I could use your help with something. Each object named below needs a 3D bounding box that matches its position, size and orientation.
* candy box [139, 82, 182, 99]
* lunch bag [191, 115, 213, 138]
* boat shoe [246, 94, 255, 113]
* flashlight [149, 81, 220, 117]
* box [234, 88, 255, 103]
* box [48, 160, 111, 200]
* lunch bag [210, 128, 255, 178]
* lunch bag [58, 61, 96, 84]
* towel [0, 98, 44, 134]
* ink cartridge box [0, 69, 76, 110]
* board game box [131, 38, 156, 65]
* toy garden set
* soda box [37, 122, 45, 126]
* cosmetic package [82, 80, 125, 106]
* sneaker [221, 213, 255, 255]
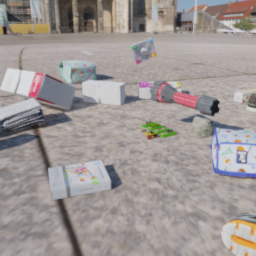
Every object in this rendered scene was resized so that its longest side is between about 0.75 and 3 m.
[{"bbox_3d":[1.709,-2.034,15.106,2.235,0.682,1.524,2,21,4],"label":"candy box"},{"bbox_3d":[2.701,-0.077,10.172,0.545,0.656,0.782,-7,23,-18],"label":"lunch bag"},{"bbox_3d":[6.619,-1.390,13.271,2.745,0.826,0.979,-17,27,-36],"label":"boat shoe"},{"bbox_3d":[1.830,-1.000,9.383,2.331,0.792,0.789,22,45,38],"label":"flashlight"},{"bbox_3d":[6.596,-1.752,14.629,2.602,0.503,0.539,-12,24,-28],"label":"box"},{"bbox_3d":[-1.267,1.302,7.174,1.444,0.297,1.126,-6,22,-16],"label":"box"},{"bbox_3d":[3.045,0.728,7.792,1.338,0.974,1.574,4,35,11],"label":"lunch bag"},{"bbox_3d":[-3.454,-3.872,18.884,1.923,1.377,2.258,-14,31,-30],"label":"lunch bag"},{"bbox_3d":[-4.210,-0.461,10.856,1.742,0.746,1.443,-23,28,-23],"label":"towel"},{"bbox_3d":[-4.158,-1.812,12.951,2.734,1.140,1.986,15,-2,33],"label":"ink cartridge box"},{"bbox_3d":[0.677,-3.207,11.806,0.953,0.953,0.123,-24,50,-2],"label":"board game box"},{"bbox_3d":[0.913,0.022,10.438,1.153,0.276,1.383,-13,25,-30],"label":"toy garden set"},{"bbox_3d":[-3.649,-0.332,11.372,0.283,0.257,0.810,-14,26,-31],"label":"soda box"},{"bbox_3d":[-1.207,-1.767,13.990,2.032,1.033,0.752,7,22,20],"label":"cosmetic package"},{"bbox_3d":[2.794,1.979,4.761,2.190,0.857,0.846,15,19,34],"label":"sneaker"}]
